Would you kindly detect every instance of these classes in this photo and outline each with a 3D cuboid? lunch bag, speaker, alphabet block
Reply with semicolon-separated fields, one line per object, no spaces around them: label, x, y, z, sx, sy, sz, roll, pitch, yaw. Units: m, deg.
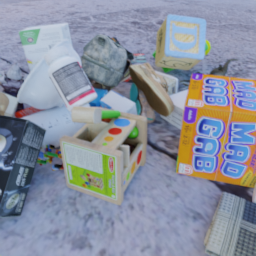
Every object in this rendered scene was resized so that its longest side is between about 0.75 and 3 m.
lunch bag;-0.805;-2.351;9.810;1.234;1.485;1.771;30;10;16
speaker;-2.495;0.089;8.448;2.963;1.203;1.203;-25;41;-33
alphabet block;2.022;-3.320;11.106;1.586;1.594;1.624;6;-4;-6

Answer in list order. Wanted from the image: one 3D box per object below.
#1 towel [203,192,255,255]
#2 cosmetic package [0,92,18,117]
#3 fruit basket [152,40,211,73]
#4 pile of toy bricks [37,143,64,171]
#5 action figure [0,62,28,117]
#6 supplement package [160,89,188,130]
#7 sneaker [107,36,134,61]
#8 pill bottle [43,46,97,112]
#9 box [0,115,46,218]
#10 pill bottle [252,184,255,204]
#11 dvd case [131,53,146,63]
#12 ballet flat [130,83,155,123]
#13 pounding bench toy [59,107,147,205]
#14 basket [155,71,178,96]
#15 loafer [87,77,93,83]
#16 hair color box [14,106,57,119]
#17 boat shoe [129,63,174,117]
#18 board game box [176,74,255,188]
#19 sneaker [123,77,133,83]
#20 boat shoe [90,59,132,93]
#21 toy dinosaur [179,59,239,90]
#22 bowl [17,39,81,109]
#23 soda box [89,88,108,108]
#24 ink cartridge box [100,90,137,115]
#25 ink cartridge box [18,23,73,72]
towel;2.661;2.320;5.917;1.820;0.327;1.891;19;35;21
cosmetic package;-4.025;-0.790;8.072;1.526;0.803;0.542;21;70;-18
fruit basket;2.778;-3.915;13.400;2.668;1.924;2.668;-37;7;5
pile of toy bricks;-2.248;0.850;7.632;0.608;1.231;0.683;-29;57;26
action figure;-3.597;-1.087;8.703;1.722;2.646;0.918;13;51;-17
supplement package;2.089;-0.709;10.045;1.451;0.804;1.130;-21;38;-28
sneaker;-0.701;-4.271;15.182;1.040;1.117;2.588;-32;42;-26
pill bottle;-1.354;-1.127;6.426;0.757;1.368;0.757;-29;5;3
box;-3.165;0.809;6.525;1.762;0.927;2.152;10;76;14
pill bottle;3.530;1.656;6.612;1.013;0.569;0.569;13;35;19
dvd case;0.481;-3.934;15.655;0.927;0.140;1.270;-2;32;-4
ballet flat;0.556;-0.906;10.561;0.798;0.808;2.374;14;35;-16
pounding bench toy;-0.494;0.202;7.080;1.553;2.499;1.949;13;36;20
basket;1.156;-1.602;11.288;1.438;0.975;0.887;26;46;31
loafer;-1.355;-2.180;12.620;1.240;0.440;0.453;0;36;2
hair color box;-2.788;-0.297;9.301;1.673;0.928;0.535;-24;40;-34
boat shoe;0.933;-1.479;9.646;0.895;0.989;2.774;-22;49;-11
board game box;2.612;-0.023;7.738;2.143;2.145;2.143;9;34;13
sneaker;-0.402;-2.586;12.888;1.562;0.837;0.522;6;30;8
boat shoe;-0.824;-1.856;11.077;2.428;0.723;0.872;-37;80;-9
toy dinosaur;3.442;-2.031;11.700;2.499;0.962;1.278;-16;27;21
bowl;-2.064;-1.336;8.206;1.045;2.326;2.326;39;36;-8
soda box;-2.021;-0.986;10.228;2.630;0.844;0.892;11;41;23
ink cartridge box;-0.231;-0.367;8.774;0.990;1.370;0.580;32;64;28
ink cartridge box;-3.267;-3.000;11.884;1.809;2.490;1.089;-5;27;5
